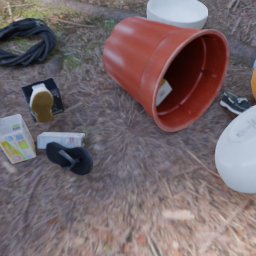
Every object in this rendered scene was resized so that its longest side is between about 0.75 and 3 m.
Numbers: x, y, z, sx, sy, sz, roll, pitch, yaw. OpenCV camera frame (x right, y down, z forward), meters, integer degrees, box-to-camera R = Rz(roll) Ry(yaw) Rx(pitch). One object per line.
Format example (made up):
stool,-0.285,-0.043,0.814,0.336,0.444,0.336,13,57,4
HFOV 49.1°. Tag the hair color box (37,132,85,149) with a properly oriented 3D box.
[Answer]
hair color box,-1.819,0.351,7.701,1.170,0.355,0.579,1,10,2

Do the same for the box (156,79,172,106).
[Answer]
box,0.658,-1.330,8.694,0.711,0.557,1.144,-49,56,2

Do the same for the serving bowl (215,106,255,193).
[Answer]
serving bowl,2.823,0.197,6.033,0.795,2.418,2.418,44,53,-14

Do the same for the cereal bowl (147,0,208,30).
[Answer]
cereal bowl,1.949,-4.471,11.524,2.453,1.022,2.453,2,48,-2

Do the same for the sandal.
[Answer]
sandal,-1.494,0.760,6.720,1.779,0.676,0.381,6,15,42

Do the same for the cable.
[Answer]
cable,-4.266,-3.162,10.761,2.951,0.750,2.408,-19,59,-14

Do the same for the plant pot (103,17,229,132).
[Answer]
plant pot,0.904,-1.858,8.375,2.927,2.927,2.847,-31,48,-23

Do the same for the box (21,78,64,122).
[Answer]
box,-2.585,-0.865,8.534,0.987,0.971,0.612,-22,53,-18

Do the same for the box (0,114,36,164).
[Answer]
box,-2.950,0.314,7.379,0.677,1.203,0.610,-17,53,-10

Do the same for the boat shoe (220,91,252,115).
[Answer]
boat shoe,3.255,-0.740,8.333,0.577,0.460,1.525,3,20,-19

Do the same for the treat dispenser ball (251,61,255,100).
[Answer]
treat dispenser ball,4.919,-1.419,7.792,2.764,2.764,2.764,0,50,0

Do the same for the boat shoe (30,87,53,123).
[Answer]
boat shoe,-2.331,-0.699,7.459,0.571,1.614,0.559,-12,70,-19
